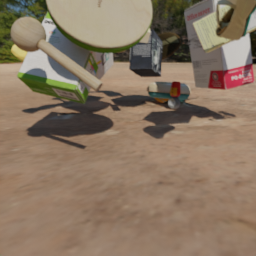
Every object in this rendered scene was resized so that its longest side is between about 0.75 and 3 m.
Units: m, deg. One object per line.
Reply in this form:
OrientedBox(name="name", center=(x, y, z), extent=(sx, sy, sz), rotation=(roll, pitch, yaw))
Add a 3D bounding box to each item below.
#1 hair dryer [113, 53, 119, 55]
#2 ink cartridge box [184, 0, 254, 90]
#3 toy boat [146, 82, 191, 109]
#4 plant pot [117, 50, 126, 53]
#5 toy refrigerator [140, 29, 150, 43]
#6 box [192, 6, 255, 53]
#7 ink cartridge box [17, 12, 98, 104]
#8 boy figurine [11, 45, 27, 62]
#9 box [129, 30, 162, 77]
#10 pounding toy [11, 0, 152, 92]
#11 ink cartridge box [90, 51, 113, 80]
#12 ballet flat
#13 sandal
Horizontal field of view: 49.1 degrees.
OrientedBox(name="hair dryer", center=(-0.681, -4.405, 12.193), extent=(1.999, 2.625, 0.713), rotation=(13, 40, -30))
OrientedBox(name="ink cartridge box", center=(3.055, -2.845, 9.598), extent=(1.186, 2.844, 2.065), rotation=(-15, 14, -11))
OrientedBox(name="toy boat", center=(1.900, -1.504, 12.700), extent=(2.073, 1.146, 2.466), rotation=(4, 8, -3))
OrientedBox(name="plant pot", center=(-0.701, -3.279, 8.868), extent=(1.680, 1.678, 1.487), rotation=(30, 14, 29))
OrientedBox(name="toy refrigerator", center=(0.429, -3.024, 8.513), extent=(0.347, 0.377, 0.992), rotation=(4, 48, -12))
OrientedBox(name="box", center=(2.515, -2.541, 6.871), extent=(1.581, 0.764, 1.390), rotation=(-22, 6, 23))
OrientedBox(name="ink cartridge box", center=(-1.525, -1.866, 7.025), extent=(1.585, 2.145, 0.812), rotation=(15, -16, 14))
OrientedBox(name="boy figurine", center=(-2.607, -2.642, 9.342), extent=(0.802, 1.548, 2.489), rotation=(44, 35, 21))
OrientedBox(name="box", center=(0.721, -2.835, 10.917), extent=(0.923, 1.463, 1.488), rotation=(4, 0, 21))
OrientedBox(name="pounding toy", center=(-0.859, -2.136, 6.107), extent=(2.208, 2.860, 1.327), rotation=(34, -23, -3))
OrientedBox(name="ink cartridge box", center=(-1.474, -3.142, 11.695), extent=(1.244, 1.696, 1.238), rotation=(25, 60, 17))
OrientedBox(name="ballet flat", center=(1.939, -2.219, 4.891), extent=(0.783, 0.783, 2.253), rotation=(3, -11, 9))
OrientedBox(name="sandal", center=(1.228, -3.168, 12.165), extent=(2.543, 1.039, 0.694), rotation=(-38, -13, 35))
